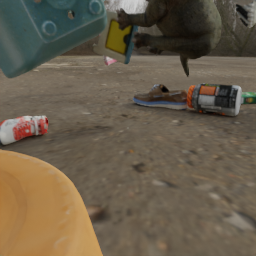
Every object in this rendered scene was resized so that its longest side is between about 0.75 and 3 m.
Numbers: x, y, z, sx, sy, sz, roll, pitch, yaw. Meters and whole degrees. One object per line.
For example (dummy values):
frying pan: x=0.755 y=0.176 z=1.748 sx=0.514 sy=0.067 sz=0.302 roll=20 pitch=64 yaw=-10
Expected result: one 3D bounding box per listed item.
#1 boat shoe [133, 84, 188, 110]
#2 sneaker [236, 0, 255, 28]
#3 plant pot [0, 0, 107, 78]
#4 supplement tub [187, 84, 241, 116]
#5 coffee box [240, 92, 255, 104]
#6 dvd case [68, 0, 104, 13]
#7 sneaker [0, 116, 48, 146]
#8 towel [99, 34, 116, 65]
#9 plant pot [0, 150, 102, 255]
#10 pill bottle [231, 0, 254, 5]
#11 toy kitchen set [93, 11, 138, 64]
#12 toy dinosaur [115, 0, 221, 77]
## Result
boat shoe: x=1.134 y=-1.145 z=9.852 sx=2.044 sy=0.740 sz=0.738 roll=8 pitch=19 yaw=24
sneaker: x=3.111 y=-3.313 z=6.864 sx=0.770 sy=1.901 sz=0.714 roll=-24 pitch=54 yaw=5
plant pot: x=-1.534 y=-2.198 z=4.883 sx=2.039 sy=2.033 sz=2.077 roll=-36 pitch=26 yaw=-23
supplement tub: x=2.688 y=-0.910 z=8.788 sx=1.511 sy=0.926 sz=0.926 roll=10 pitch=20 yaw=28
coffee box: x=4.324 y=-1.124 z=10.558 sx=1.312 sy=0.289 sz=0.807 roll=-5 pitch=18 yaw=-13
dvd case: x=-1.136 y=-4.610 z=9.135 sx=0.214 sy=1.943 sz=1.418 roll=44 pitch=32 yaw=17
sneaker: x=-2.388 y=0.010 z=6.541 sx=0.788 sy=0.491 sz=1.470 roll=-1 pitch=14 yaw=5
towel: x=-0.658 y=-3.515 z=12.005 sx=1.047 sy=1.430 sz=0.214 roll=-30 pitch=35 yaw=-29
plant pot: x=-0.936 y=1.107 z=1.113 sx=2.312 sy=1.618 sz=2.312 roll=0 pitch=18 yaw=0
pill bottle: x=2.126 y=-2.610 z=4.386 sx=1.277 sy=0.718 sz=0.718 roll=-41 pitch=20 yaw=3
toy kitchen set: x=0.331 y=-2.145 z=5.185 sx=1.583 sy=2.153 sz=2.688 roll=12 pitch=17 yaw=-12
toy dinosaur: x=0.625 y=-1.263 z=3.353 sx=1.169 sy=2.285 sz=0.879 roll=6 pitch=53 yaw=29
